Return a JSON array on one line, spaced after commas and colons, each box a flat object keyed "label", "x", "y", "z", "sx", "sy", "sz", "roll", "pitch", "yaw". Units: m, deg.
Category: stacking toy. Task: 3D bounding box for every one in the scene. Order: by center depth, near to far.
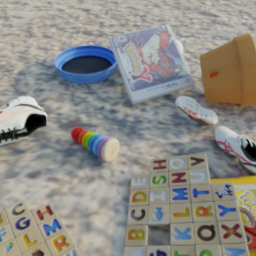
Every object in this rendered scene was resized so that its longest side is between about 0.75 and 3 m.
[{"label": "stacking toy", "x": -1.049, "y": 0.401, "z": 8.069, "sx": 1.594, "sy": 0.681, "sz": 0.681, "roll": 21, "pitch": 44, "yaw": 33}]

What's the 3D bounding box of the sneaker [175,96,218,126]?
[{"label": "sneaker", "x": 2.027, "y": -0.427, "z": 8.707, "sx": 1.493, "sy": 0.611, "sz": 0.575, "roll": 29, "pitch": 62, "yaw": -13}]

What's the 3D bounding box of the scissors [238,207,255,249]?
[{"label": "scissors", "x": 2.854, "y": 2.437, "z": 5.426, "sx": 0.869, "sy": 0.165, "sz": 2.375, "roll": -30, "pitch": 50, "yaw": -31}]

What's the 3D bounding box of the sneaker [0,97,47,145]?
[{"label": "sneaker", "x": -3.678, "y": 0.010, "z": 8.122, "sx": 1.165, "sy": 1.074, "sz": 2.913, "roll": 32, "pitch": 50, "yaw": 29}]

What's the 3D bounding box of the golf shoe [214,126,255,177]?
[{"label": "golf shoe", "x": 3.101, "y": 0.484, "z": 7.687, "sx": 0.713, "sy": 0.905, "sz": 1.965, "roll": -15, "pitch": 42, "yaw": -16}]

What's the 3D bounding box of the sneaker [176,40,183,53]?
[{"label": "sneaker", "x": 0.807, "y": -3.020, "z": 11.560, "sx": 2.983, "sy": 1.187, "sz": 1.948, "roll": 3, "pitch": 39, "yaw": 5}]

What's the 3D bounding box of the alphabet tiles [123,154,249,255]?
[{"label": "alphabet tiles", "x": 1.181, "y": 1.732, "z": 6.347, "sx": 2.451, "sy": 0.111, "sz": 2.932, "roll": -8, "pitch": 40, "yaw": 14}]

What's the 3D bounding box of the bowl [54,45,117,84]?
[{"label": "bowl", "x": -1.723, "y": -2.649, "z": 11.624, "sx": 2.573, "sy": 0.505, "sz": 2.573, "roll": 0, "pitch": 41, "yaw": 0}]

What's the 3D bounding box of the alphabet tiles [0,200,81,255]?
[{"label": "alphabet tiles", "x": -2.316, "y": 2.603, "z": 5.439, "sx": 2.446, "sy": 0.093, "sz": 2.940, "roll": -24, "pitch": 36, "yaw": -25}]

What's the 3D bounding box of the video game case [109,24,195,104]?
[{"label": "video game case", "x": 0.862, "y": -2.426, "z": 10.344, "sx": 2.457, "sy": 0.310, "sz": 2.696, "roll": -17, "pitch": 76, "yaw": -13}]

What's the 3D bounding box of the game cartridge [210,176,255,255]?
[{"label": "game cartridge", "x": 2.629, "y": 2.010, "z": 6.257, "sx": 2.443, "sy": 0.396, "sz": 2.153, "roll": -5, "pitch": 41, "yaw": -1}]

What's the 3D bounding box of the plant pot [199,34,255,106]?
[{"label": "plant pot", "x": 3.342, "y": -1.794, "z": 9.458, "sx": 1.642, "sy": 2.346, "sz": 2.346, "roll": -9, "pitch": 39, "yaw": 15}]
